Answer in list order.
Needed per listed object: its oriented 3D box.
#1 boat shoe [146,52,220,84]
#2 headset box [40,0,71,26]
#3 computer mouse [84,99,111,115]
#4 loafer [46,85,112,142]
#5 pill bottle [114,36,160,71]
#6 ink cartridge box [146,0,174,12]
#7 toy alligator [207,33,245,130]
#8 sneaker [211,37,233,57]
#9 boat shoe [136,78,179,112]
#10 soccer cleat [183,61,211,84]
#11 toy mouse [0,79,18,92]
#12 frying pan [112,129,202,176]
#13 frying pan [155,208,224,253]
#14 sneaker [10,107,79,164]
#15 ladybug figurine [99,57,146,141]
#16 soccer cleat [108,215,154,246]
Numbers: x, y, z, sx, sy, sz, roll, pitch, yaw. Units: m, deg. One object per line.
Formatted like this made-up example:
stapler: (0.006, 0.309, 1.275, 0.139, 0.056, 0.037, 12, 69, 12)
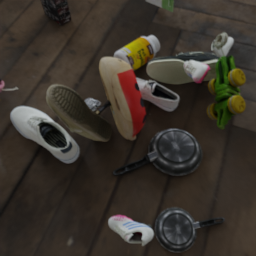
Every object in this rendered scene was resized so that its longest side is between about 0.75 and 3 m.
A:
boat shoe: (1.734, -1.919, 8.678, 2.449, 0.880, 0.828, -3, 48, -7)
headset box: (-2.626, -4.469, 9.883, 1.003, 1.348, 0.521, 38, 67, 21)
computer mouse: (-0.953, -0.599, 7.981, 0.613, 0.245, 1.118, -48, 36, -18)
loafer: (-1.316, -0.252, 7.126, 0.710, 2.080, 0.787, -17, 42, 39)
pill bottle: (0.312, -2.377, 8.952, 1.441, 0.787, 0.787, -36, 66, -19)
ink cartridge box: (1.242, -4.729, 9.949, 0.426, 0.746, 1.437, -29, 50, -26)
toy alligator: (2.831, -1.308, 7.860, 0.706, 0.974, 2.938, 15, 73, -26)
sneaker: (3.130, -2.812, 9.360, 0.570, 0.364, 0.987, 37, 63, -12)
boat shoe: (0.679, -1.126, 8.204, 1.779, 0.581, 0.655, 23, 61, 4)
soccer cleat: (1.743, -1.518, 7.415, 0.625, 1.447, 0.506, 32, 102, 0)
toy mouse: (-4.450, -1.157, 7.905, 2.111, 0.460, 2.375, 45, 37, 14)
frying pan: (0.794, 0.570, 7.454, 2.368, 0.385, 1.433, 1, 55, 0)
frying pan: (1.413, 2.381, 6.392, 1.608, 0.262, 0.973, 11, 68, 2)
sneaker: (-2.263, 0.000, 7.489, 2.381, 0.843, 0.870, 31, 64, 17)
ladybug figurine: (-0.101, -0.785, 7.368, 0.819, 1.545, 2.276, -18, 103, -5)
soccer cleat: (-0.029, 2.152, 5.880, 1.142, 0.399, 0.493, 1, 18, 34)
